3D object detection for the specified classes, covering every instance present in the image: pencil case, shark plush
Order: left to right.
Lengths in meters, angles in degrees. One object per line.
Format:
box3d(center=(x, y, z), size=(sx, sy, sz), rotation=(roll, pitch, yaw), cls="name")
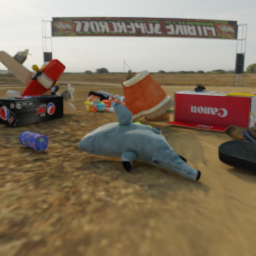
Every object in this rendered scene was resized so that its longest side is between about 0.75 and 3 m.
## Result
box3d(center=(-2.107, 0.304, 6.275), size=(0.874, 0.380, 0.341), rotation=(9, 42, 45), cls="pencil case")
box3d(center=(0.189, 0.533, 5.142), size=(2.397, 1.089, 0.999), rotation=(31, 47, 30), cls="shark plush")

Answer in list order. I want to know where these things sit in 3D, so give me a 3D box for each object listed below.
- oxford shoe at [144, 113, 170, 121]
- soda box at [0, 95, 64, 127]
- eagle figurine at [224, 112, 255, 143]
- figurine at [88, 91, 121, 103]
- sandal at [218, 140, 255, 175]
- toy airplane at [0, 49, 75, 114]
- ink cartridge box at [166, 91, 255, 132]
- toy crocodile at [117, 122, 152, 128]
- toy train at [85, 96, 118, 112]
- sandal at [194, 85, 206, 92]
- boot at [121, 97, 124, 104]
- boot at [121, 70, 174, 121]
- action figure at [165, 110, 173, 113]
box3d(center=(1.051, -0.427, 10.272), size=(0.951, 0.339, 0.339), rotation=(-2, 12, -1), cls="oxford shoe")
box3d(center=(-3.366, -0.671, 9.965), size=(0.812, 0.907, 2.564), rotation=(7, 12, 22), cls="soda box")
box3d(center=(3.152, 0.068, 6.923), size=(1.223, 0.923, 0.928), rotation=(-31, -28, -9), cls="eagle figurine")
box3d(center=(-1.249, -1.737, 16.695), size=(1.678, 0.741, 1.720), rotation=(13, 14, 20), cls="figurine")
box3d(center=(2.613, 0.472, 4.282), size=(2.587, 0.619, 0.973), rotation=(12, 26, 41), cls="sandal")
box3d(center=(-3.573, -1.832, 11.361), size=(2.772, 2.784, 1.965), rotation=(9, 51, 9), cls="toy airplane")
box3d(center=(2.860, -0.609, 9.148), size=(2.572, 1.079, 2.258), rotation=(9, 14, 39), cls="ink cartridge box")
box3d(center=(0.005, 0.109, 7.159), size=(1.244, 0.420, 0.384), rotation=(0, 23, 11), cls="toy crocodile")
box3d(center=(-1.192, -1.275, 13.795), size=(1.917, 0.710, 2.552), rotation=(-1, 10, -5), cls="toy train")
box3d(center=(2.502, -1.405, 9.748), size=(0.369, 0.208, 0.971), rotation=(-1, 11, 17), cls="sandal")
box3d(center=(-0.029, -1.657, 16.633), size=(0.510, 0.411, 1.129), rotation=(-2, 9, 19), cls="boot")
box3d(center=(0.285, -1.093, 9.431), size=(1.074, 1.535, 2.863), rotation=(-42, 12, -21), cls="boot")
box3d(center=(0.776, -0.916, 12.205), size=(2.289, 0.626, 1.352), rotation=(-12, 25, -33), cls="action figure")
